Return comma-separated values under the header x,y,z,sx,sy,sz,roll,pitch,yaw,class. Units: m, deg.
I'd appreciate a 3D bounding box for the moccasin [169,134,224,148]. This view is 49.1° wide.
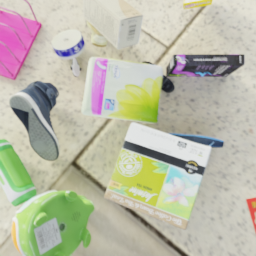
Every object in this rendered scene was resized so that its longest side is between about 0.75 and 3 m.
x,y,z,sx,sy,sz,roll,pitch,yaw,class
2.414,0.642,10.348,2.094,0.843,0.714,4,84,17,moccasin

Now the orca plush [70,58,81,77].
x,y,z,sx,sy,sz,roll,pitch,yaw,class
-2.204,-2.447,11.253,0.488,0.330,0.928,-26,94,-40,orca plush

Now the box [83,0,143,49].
x,y,z,sx,sy,sz,roll,pitch,yaw,class
-0.615,-3.983,9.978,0.949,1.159,2.440,-23,57,-27,box

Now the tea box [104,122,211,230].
x,y,z,sx,sy,sz,roll,pitch,yaw,class
1.013,1.536,9.161,2.624,1.753,2.582,17,81,14,tea box

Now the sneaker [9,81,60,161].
x,y,z,sx,sy,sz,roll,pitch,yaw,class
-2.998,-0.362,10.304,1.065,2.024,2.801,-10,118,14,sneaker

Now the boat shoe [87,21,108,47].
x,y,z,sx,sy,sz,roll,pitch,yaw,class
-1.199,-4.220,11.292,0.855,0.737,2.344,4,51,-13,boat shoe

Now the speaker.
x,y,z,sx,sy,sz,roll,pitch,yaw,class
-4.124,1.555,9.815,1.002,1.002,2.265,-31,82,-8,speaker

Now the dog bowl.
x,y,z,sx,sy,sz,roll,pitch,yaw,class
-2.380,-3.345,11.218,1.261,0.497,1.261,-7,54,10,dog bowl

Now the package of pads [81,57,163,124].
x,y,z,sx,sy,sz,roll,pitch,yaw,class
-0.190,-1.406,10.456,2.823,0.963,2.181,8,85,-5,package of pads

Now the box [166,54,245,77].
x,y,z,sx,sy,sz,roll,pitch,yaw,class
2.794,-2.305,10.546,2.511,1.795,0.453,-1,87,0,box

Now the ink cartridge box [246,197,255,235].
x,y,z,sx,sy,sz,roll,pitch,yaw,class
5.432,3.103,9.741,2.124,0.532,1.709,-10,74,-4,ink cartridge box

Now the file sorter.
x,y,z,sx,sy,sz,roll,pitch,yaw,class
-5.036,-3.697,10.973,1.917,1.730,2.758,18,75,5,file sorter

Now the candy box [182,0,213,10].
x,y,z,sx,sy,sz,roll,pitch,yaw,class
2.966,-5.439,11.472,1.093,0.282,2.139,-2,41,26,candy box

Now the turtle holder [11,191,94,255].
x,y,z,sx,sy,sz,roll,pitch,yaw,class
-2.300,2.757,8.599,2.046,1.912,2.693,57,44,-26,turtle holder

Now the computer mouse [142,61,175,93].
x,y,z,sx,sy,sz,roll,pitch,yaw,class
1.188,-2.061,11.311,0.527,0.306,1.798,-44,73,8,computer mouse
